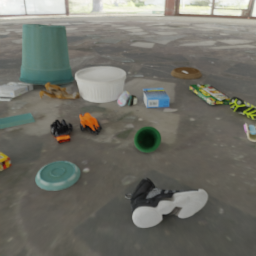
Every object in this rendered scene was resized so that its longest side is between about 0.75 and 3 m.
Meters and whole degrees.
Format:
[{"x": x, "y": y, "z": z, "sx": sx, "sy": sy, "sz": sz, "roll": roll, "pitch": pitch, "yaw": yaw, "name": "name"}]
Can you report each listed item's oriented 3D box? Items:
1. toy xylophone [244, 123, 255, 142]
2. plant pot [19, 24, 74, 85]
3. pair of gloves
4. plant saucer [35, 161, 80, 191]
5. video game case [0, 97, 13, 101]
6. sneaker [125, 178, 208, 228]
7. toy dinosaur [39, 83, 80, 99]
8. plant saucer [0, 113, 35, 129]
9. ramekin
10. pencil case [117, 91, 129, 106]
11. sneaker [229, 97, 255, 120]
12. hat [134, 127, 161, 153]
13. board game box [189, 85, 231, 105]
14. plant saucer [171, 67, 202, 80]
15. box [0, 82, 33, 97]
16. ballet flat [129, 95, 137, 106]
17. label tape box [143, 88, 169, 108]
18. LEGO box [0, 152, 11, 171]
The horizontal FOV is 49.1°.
[{"x": 5.017, "y": 0.295, "z": 9.936, "sx": 1.696, "sy": 0.426, "sz": 1.241, "roll": 2, "pitch": 29, "yaw": 5, "name": "toy xylophone"}, {"x": -4.442, "y": -4.050, "z": 15.139, "sx": 2.937, "sy": 2.877, "sz": 2.937, "roll": 3, "pitch": 20, "yaw": -1, "name": "plant pot"}, {"x": -2.011, "y": -0.007, "z": 10.734, "sx": 1.865, "sy": 0.231, "sz": 1.662, "roll": -15, "pitch": 33, "yaw": -20, "name": "pair of gloves"}, {"x": -2.062, "y": 1.343, "z": 8.213, "sx": 1.293, "sy": 0.177, "sz": 1.293, "roll": -2, "pitch": 29, "yaw": 1, "name": "plant saucer"}, {"x": -6.062, "y": -1.504, "z": 13.639, "sx": 0.922, "sy": 0.108, "sz": 0.838, "roll": 0, "pitch": 28, "yaw": 0, "name": "video game case"}, {"x": 0.911, "y": 1.686, "z": 6.973, "sx": 1.975, "sy": 0.745, "sz": 1.124, "roll": -12, "pitch": 32, "yaw": -16, "name": "sneaker"}, {"x": -3.604, "y": -1.769, "z": 13.701, "sx": 2.861, "sy": 0.864, "sz": 1.519, "roll": 25, "pitch": 11, "yaw": 32, "name": "toy dinosaur"}, {"x": -4.845, "y": -0.237, "z": 11.206, "sx": 2.056, "sy": 0.195, "sz": 0.719, "roll": -15, "pitch": 31, "yaw": -24, "name": "plant saucer"}, {"x": -1.320, "y": -2.125, "z": 13.693, "sx": 2.479, "sy": 1.154, "sz": 2.479, "roll": 0, "pitch": 29, "yaw": 0, "name": "ramekin"}, {"x": -0.209, "y": -1.378, "z": 13.060, "sx": 0.402, "sy": 0.439, "sz": 0.967, "roll": 15, "pitch": 31, "yaw": 5, "name": "pencil case"}, {"x": 4.937, "y": -0.789, "z": 11.815, "sx": 0.599, "sy": 0.591, "sz": 1.568, "roll": 9, "pitch": 29, "yaw": -41, "name": "sneaker"}, {"x": 0.712, "y": 0.520, "z": 9.875, "sx": 0.908, "sy": 0.964, "sz": 1.096, "roll": 21, "pitch": 68, "yaw": 14, "name": "hat"}, {"x": 4.011, "y": -1.660, "z": 13.745, "sx": 1.190, "sy": 0.266, "sz": 2.271, "roll": -6, "pitch": 28, "yaw": -14, "name": "board game box"}, {"x": 3.520, "y": -3.332, "z": 16.916, "sx": 1.858, "sy": 0.274, "sz": 1.858, "roll": 0, "pitch": 29, "yaw": 0, "name": "plant saucer"}, {"x": -5.765, "y": -1.918, "z": 13.957, "sx": 1.318, "sy": 0.348, "sz": 1.691, "roll": 4, "pitch": 20, "yaw": 11, "name": "box"}, {"x": 0.241, "y": -1.292, "z": 13.027, "sx": 0.347, "sy": 0.345, "sz": 1.014, "roll": 10, "pitch": 29, "yaw": 1, "name": "ballet flat"}, {"x": 1.271, "y": -1.427, "z": 13.135, "sx": 1.033, "sy": 0.477, "sz": 1.442, "roll": -3, "pitch": 25, "yaw": -5, "name": "label tape box"}, {"x": -4.092, "y": 1.042, "z": 8.680, "sx": 0.753, "sy": 0.291, "sz": 0.561, "roll": 21, "pitch": 34, "yaw": 33, "name": "LEGO box"}]
